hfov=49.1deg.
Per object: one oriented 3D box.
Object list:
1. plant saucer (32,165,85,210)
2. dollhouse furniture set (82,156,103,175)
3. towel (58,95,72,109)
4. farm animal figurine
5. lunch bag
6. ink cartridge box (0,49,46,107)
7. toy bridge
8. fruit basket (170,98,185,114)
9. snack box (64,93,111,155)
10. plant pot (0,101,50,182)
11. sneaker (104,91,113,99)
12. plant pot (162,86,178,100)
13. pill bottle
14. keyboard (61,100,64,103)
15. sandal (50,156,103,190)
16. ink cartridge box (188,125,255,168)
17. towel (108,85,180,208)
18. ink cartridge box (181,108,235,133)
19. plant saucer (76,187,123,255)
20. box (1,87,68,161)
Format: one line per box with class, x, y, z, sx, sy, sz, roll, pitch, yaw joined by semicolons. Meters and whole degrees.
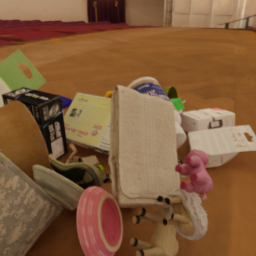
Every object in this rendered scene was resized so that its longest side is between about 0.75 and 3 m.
plant saucer;-1.527;1.464;6.348;1.685;1.685;0.423;16;62;30
dollhouse furniture set;-0.950;1.150;7.664;0.418;0.323;0.835;-11;42;-27
towel;-3.357;-1.040;12.695;1.109;0.372;1.502;20;31;23
farm animal figurine;0.734;1.263;5.757;1.429;2.295;2.842;16;11;-31
lunch bag;-2.342;1.455;4.798;1.201;2.043;1.675;27;64;26
ink cartridge box;-4.829;-1.715;10.862;2.612;1.901;0.626;-41;-5;-5
toy bridge;-2.154;1.032;8.168;1.625;0.221;0.546;-30;80;-40
fruit basket;1.402;-0.598;10.656;1.367;0.641;1.266;-31;-3;42
snack box;-0.861;-0.122;8.871;2.905;0.539;1.688;14;70;34
plant pot;-3.547;0.747;6.932;2.404;2.241;2.241;-24;34;-32
sneaker;-0.630;-0.267;9.827;1.118;1.180;2.871;-3;38;-6
plant pot;1.448;-1.231;12.332;1.135;1.179;1.179;2;23;34
pill bottle;0.886;-0.416;9.261;1.367;1.367;2.463;-11;52;-21
keyboard;-3.245;-0.998;10.614;1.458;0.289;0.759;-4;-10;-36
sandal;-1.221;1.100;6.898;0.655;0.911;2.296;-39;22;-34
ink cartridge box;2.942;0.557;8.749;1.989;0.499;1.613;-5;26;9
towel;0.346;0.374;5.426;1.492;2.251;0.388;13;-23;-33
ink cartridge box;2.932;-0.236;10.429;1.606;0.677;1.163;-9;18;-17
plant saucer;-0.472;1.822;5.374;0.361;1.422;1.422;-14;21;18
box;-2.854;-0.077;8.689;1.651;2.017;0.868;14;31;28
